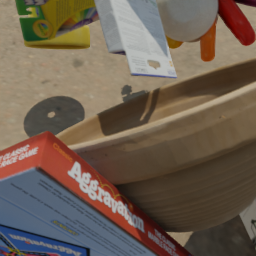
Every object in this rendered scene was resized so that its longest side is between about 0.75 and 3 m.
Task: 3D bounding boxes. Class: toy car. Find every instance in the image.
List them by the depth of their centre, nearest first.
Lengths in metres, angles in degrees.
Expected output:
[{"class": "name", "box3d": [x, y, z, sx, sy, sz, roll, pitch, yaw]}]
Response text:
[{"class": "toy car", "box3d": [2.064, -2.865, 5.997, 2.226, 2.969, 2.598, 30, 23, 8]}]

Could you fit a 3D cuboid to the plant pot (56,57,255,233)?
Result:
[{"class": "plant pot", "box3d": [0.568, 0.219, 3.034, 2.672, 1.233, 2.672, -21, 9, 3]}]

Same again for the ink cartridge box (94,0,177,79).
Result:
[{"class": "ink cartridge box", "box3d": [0.133, -1.383, 4.096, 0.312, 1.441, 1.415, -15, -2, 34]}]

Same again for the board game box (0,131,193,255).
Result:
[{"class": "board game box", "box3d": [-0.310, 1.187, 2.537, 1.474, 2.863, 0.278, -22, 42, 22]}]

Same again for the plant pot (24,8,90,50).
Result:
[{"class": "plant pot", "box3d": [-1.749, -2.733, 6.849, 1.584, 1.490, 1.584, 0, 12, 0]}]

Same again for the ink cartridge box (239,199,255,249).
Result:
[{"class": "ink cartridge box", "box3d": [3.059, 1.802, 4.958, 1.548, 0.894, 2.120, -7, 47, -7]}]

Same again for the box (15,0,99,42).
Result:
[{"class": "box", "box3d": [-0.509, -2.249, 4.210, 2.576, 1.511, 0.623, -32, 85, -20]}]
